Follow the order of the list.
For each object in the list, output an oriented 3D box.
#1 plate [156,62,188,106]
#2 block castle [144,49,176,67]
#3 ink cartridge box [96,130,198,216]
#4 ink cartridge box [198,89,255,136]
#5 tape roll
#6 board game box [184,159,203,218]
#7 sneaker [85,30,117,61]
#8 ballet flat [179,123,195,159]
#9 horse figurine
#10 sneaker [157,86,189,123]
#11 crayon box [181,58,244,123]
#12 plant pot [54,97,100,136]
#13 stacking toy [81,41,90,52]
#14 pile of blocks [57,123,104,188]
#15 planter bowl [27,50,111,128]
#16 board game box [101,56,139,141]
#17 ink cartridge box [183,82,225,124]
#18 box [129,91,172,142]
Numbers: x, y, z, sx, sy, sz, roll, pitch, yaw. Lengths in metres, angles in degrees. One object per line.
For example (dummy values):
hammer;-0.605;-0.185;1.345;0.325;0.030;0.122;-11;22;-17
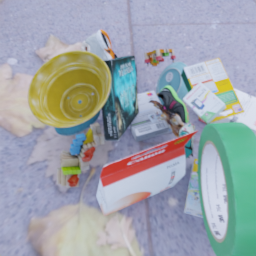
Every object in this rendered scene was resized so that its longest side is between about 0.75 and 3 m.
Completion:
plate;1.531;-1.557;10.034;0.218;1.706;1.706;11;44;-36
block castle;1.143;-2.533;10.145;0.747;0.525;1.118;-2;11;42
ink cartridge box;0.452;1.247;6.970;2.341;2.887;0.724;-19;71;-17
ink cartridge box;3.686;-0.518;9.698;1.988;0.823;1.456;29;57;21
tape roll;2.221;1.368;6.270;0.717;2.985;2.985;-3;52;2
board game box;2.967;1.935;8.040;2.446;0.419;1.644;13;53;10
sneaker;-0.764;-2.120;8.619;0.745;1.619;0.613;-14;19;24
ballet flat;1.584;0.367;7.505;0.517;1.368;0.437;26;58;17
horse figurine;1.384;-0.228;8.893;0.554;1.472;2.222;-38;38;10
sneaker;1.372;-0.635;8.508;0.601;0.550;1.434;-32;57;2
crayon box;2.175;-0.925;7.338;1.036;0.425;1.647;-17;72;-6
plant pot;-1.879;-0.838;8.627;1.611;1.513;1.611;-15;38;12
stacking toy;-1.513;-3.494;12.281;0.937;0.685;0.685;-22;53;-39
pile of blocks;-1.388;0.830;7.944;0.876;2.134;0.663;25;7;-28
planter bowl;-1.197;-0.730;6.291;1.879;0.782;1.879;-5;67;11
board game box;-0.172;-0.994;7.954;0.407;1.954;2.889;-1;17;13
ink cartridge box;1.823;-0.596;6.742;0.599;0.361;0.825;-44;67;10
box;0.611;-0.464;9.944;1.419;0.375;1.820;-16;55;-14
